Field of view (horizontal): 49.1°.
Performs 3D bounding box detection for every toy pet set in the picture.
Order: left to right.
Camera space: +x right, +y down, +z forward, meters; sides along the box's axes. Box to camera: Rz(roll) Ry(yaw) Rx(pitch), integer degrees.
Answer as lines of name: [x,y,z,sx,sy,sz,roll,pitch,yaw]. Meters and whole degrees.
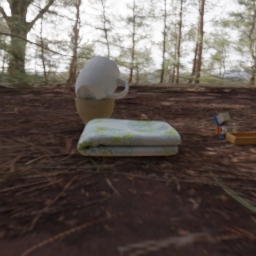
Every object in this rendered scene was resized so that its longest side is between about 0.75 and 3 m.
toy pet set: [3.122,-0.009,9.258,0.977,0.912,0.519,-7,-23,-25]

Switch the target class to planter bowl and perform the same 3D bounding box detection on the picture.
planter bowl: [-1.321,-0.677,11.192,1.561,1.051,1.561,1,12,0]

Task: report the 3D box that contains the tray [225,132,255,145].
tray: [3.688,0.317,8.366,1.325,0.245,0.653,-2,12,-4]

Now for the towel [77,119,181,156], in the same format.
towel: [0.018,0.205,7.925,2.633,0.634,2.254,-1,11,-2]

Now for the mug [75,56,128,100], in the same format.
mug: [-1.014,-1.688,11.060,2.085,1.540,1.828,14,42,7]
